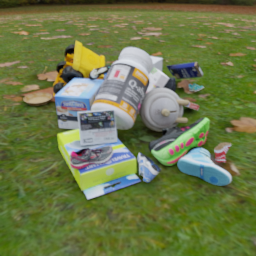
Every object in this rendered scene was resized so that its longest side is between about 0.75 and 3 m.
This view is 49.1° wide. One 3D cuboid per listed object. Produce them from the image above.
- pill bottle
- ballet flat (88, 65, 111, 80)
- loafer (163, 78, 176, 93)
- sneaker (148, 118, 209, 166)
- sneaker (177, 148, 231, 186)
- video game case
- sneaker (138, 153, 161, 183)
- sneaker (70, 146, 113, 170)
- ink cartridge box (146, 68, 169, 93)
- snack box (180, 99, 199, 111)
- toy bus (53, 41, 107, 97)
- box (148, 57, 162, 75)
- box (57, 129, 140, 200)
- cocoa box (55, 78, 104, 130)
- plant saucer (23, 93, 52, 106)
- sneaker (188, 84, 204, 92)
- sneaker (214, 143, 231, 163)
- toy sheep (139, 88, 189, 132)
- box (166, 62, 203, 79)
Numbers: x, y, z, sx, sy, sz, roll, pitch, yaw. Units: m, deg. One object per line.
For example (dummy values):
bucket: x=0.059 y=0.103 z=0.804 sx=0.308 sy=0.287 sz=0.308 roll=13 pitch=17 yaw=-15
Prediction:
pill bottle: x=-0.139 y=-1.481 z=10.465 sx=1.634 sy=1.634 sz=2.808 roll=14 pitch=69 yaw=23
ballet flat: x=-1.266 y=-2.383 z=11.913 sx=1.225 sy=0.417 sz=0.419 roll=-22 pitch=2 yaw=25
loafer: x=1.010 y=-2.263 z=14.373 sx=2.871 sy=1.008 sz=0.975 roll=6 pitch=-2 yaw=7
sneaker: x=1.886 y=0.249 z=9.940 sx=2.944 sy=1.130 sz=1.233 roll=-23 pitch=41 yaw=-38
sneaker: x=2.534 y=1.126 z=8.826 sx=1.673 sy=0.666 sz=1.092 roll=20 pitch=36 yaw=30
video game case: x=-0.989 y=-0.021 z=9.047 sx=1.189 sy=1.081 sz=0.139 roll=-6 pitch=5 yaw=-7
sneaker: x=0.510 y=1.208 z=8.729 sx=0.555 sy=0.565 sz=1.467 roll=33 pitch=4 yaw=-14
sneaker: x=-1.039 y=0.784 z=8.145 sx=1.325 sy=0.495 sz=0.534 roll=-18 pitch=34 yaw=-27
ink cartridge box: x=1.151 y=-1.962 z=13.297 sx=0.517 sy=1.537 sz=0.900 roll=22 pitch=21 yaw=-34
snack box: x=2.142 y=-1.238 z=12.540 sx=2.090 sy=0.254 sz=0.751 roll=16 pitch=9 yaw=-22
toy bus: x=-2.182 y=-2.528 z=14.046 sx=2.684 sy=2.796 sz=1.897 roll=17 pitch=53 yaw=-29
box: x=0.738 y=-3.191 z=16.012 sx=1.575 sy=1.234 sz=2.532 roll=15 pitch=33 yaw=26
box: x=-1.055 y=0.916 z=9.166 sx=1.820 sy=0.711 sz=2.985 roll=-15 pitch=31 yaw=-23
cocoa box: x=-1.952 y=-1.073 z=11.946 sx=1.487 sy=1.463 sz=2.230 roll=5 pitch=29 yaw=10
plant saucer: x=-4.424 y=-1.382 z=13.780 sx=1.355 sy=0.240 sz=1.355 roll=0 pitch=29 yaw=0
sneaker: x=3.537 y=-2.134 z=14.731 sx=0.366 sy=0.376 sz=0.945 roll=-31 pitch=23 yaw=-30
sneaker: x=3.158 y=0.840 z=9.327 sx=0.344 sy=0.543 sz=0.966 roll=3 pitch=16 yaw=44
toy sheep: x=1.322 y=-0.702 z=10.942 sx=1.891 sy=1.891 sz=2.743 roll=-2 pitch=3 yaw=-3
box: x=2.964 y=-2.996 z=14.842 sx=1.729 sy=1.047 sz=0.280 roll=2 pitch=67 yaw=34
